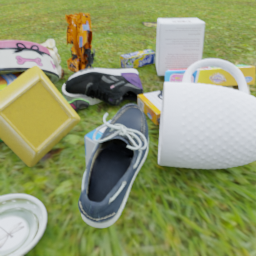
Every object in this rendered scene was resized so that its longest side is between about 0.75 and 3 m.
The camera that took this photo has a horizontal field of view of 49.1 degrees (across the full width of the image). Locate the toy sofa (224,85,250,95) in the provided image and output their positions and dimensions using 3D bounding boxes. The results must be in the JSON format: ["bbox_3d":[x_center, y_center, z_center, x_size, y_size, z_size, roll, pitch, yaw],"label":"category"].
[{"bbox_3d":[3.814,-1.203,10.151,0.639,0.752,1.542,0,13,45],"label":"toy sofa"}]

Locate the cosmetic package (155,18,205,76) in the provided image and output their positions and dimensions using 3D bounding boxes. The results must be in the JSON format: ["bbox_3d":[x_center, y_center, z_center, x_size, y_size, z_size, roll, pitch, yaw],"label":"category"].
[{"bbox_3d":[2.154,-3.527,12.155,1.815,2.169,1.804,1,27,1],"label":"cosmetic package"}]

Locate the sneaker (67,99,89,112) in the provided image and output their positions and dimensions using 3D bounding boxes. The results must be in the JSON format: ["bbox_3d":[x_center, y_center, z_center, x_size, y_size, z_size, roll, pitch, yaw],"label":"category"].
[{"bbox_3d":[-1.964,-0.642,9.673,1.341,0.515,0.562,-14,62,-22],"label":"sneaker"}]

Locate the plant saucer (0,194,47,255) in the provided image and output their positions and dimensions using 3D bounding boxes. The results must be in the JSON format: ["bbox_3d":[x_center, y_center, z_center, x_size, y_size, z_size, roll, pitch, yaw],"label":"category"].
[{"bbox_3d":[-2.446,2.064,5.610,1.648,0.414,1.648,1,34,0],"label":"plant saucer"}]

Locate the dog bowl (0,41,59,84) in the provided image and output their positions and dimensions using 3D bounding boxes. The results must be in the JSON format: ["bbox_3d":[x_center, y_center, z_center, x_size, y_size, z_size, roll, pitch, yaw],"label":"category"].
[{"bbox_3d":[-3.790,-2.059,9.444,2.789,1.028,2.789,-7,-2,0],"label":"dog bowl"}]

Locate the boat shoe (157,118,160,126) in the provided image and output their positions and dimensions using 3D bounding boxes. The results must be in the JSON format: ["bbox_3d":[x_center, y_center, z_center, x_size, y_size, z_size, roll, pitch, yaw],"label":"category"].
[{"bbox_3d":[1.631,-0.517,8.774,1.674,0.543,0.613,-37,14,-19],"label":"boat shoe"}]

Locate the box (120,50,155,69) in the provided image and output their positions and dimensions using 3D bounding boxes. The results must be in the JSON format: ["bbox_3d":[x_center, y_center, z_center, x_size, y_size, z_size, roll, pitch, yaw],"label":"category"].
[{"bbox_3d":[0.460,-3.247,13.308,1.696,0.594,0.545,-18,38,-25],"label":"box"}]

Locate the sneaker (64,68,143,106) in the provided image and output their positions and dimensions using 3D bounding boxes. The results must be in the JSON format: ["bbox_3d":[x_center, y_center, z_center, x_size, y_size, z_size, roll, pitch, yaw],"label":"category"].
[{"bbox_3d":[-0.760,-1.361,9.855,2.815,1.066,1.232,-10,65,-20],"label":"sneaker"}]

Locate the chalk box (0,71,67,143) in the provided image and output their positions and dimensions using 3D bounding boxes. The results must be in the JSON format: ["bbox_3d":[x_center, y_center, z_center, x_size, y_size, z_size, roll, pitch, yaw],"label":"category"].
[{"bbox_3d":[-3.255,-0.835,8.899,2.479,1.536,1.547,-20,40,-27],"label":"chalk box"}]

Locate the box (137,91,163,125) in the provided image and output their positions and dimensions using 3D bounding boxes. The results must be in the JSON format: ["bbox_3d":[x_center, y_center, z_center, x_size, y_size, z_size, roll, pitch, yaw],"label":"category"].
[{"bbox_3d":[1.724,-0.875,9.921,2.447,0.507,1.457,-11,35,-20],"label":"box"}]

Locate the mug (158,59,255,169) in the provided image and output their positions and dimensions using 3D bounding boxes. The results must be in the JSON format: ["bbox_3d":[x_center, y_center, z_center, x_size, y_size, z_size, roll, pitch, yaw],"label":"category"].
[{"bbox_3d":[2.147,-0.382,7.186,2.553,2.149,2.912,4,79,5],"label":"mug"}]

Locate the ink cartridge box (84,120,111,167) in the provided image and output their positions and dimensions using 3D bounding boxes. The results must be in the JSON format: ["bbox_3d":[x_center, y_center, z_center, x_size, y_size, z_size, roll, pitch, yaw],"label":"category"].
[{"bbox_3d":[-0.304,0.432,7.317,0.688,1.174,1.625,27,43,29],"label":"ink cartridge box"}]

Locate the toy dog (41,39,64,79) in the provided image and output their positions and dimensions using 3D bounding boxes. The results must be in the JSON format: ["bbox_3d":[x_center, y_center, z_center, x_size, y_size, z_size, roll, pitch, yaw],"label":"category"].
[{"bbox_3d":[-3.165,-2.632,11.554,1.062,1.521,1.475,-32,57,-16],"label":"toy dog"}]

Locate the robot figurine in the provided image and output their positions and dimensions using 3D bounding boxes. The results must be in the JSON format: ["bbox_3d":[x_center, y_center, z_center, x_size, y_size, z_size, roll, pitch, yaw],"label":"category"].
[{"bbox_3d":[-2.089,-3.417,11.792,0.753,2.588,1.876,-10,20,-34],"label":"robot figurine"}]

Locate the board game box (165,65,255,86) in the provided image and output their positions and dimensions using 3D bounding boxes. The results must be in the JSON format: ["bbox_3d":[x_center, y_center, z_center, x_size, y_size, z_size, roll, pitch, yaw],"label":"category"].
[{"bbox_3d":[2.918,-1.917,10.394,2.936,0.592,2.246,-1,14,12],"label":"board game box"}]

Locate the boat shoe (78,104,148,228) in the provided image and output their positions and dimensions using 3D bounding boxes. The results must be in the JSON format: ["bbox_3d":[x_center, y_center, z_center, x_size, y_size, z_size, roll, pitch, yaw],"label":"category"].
[{"bbox_3d":[-0.215,0.444,5.391,1.053,0.870,2.814,18,51,11],"label":"boat shoe"}]

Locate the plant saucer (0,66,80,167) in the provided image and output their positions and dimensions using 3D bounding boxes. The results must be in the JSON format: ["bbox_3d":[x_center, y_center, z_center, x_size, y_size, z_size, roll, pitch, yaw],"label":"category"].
[{"bbox_3d":[-2.418,-0.325,7.341,2.010,2.011,0.487,-48,25,-26],"label":"plant saucer"}]

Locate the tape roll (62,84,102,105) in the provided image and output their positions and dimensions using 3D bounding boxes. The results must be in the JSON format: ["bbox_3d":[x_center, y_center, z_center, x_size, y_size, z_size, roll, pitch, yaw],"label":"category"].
[{"bbox_3d":[-1.652,-1.451,10.868,1.810,0.331,1.810,0,35,0],"label":"tape roll"}]
